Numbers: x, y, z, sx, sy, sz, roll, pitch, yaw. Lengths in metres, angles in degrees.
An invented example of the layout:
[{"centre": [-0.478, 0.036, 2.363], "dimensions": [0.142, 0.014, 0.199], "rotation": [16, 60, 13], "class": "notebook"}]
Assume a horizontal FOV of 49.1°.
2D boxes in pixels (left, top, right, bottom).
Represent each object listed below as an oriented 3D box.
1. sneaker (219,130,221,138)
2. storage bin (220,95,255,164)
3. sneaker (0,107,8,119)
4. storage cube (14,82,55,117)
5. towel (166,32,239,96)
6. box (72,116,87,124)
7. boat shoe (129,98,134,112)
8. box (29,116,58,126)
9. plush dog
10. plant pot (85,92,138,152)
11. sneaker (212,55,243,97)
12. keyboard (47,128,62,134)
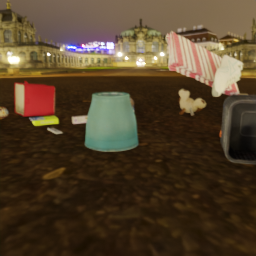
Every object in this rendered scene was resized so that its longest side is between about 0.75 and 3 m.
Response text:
[{"centre": [3.901, -0.006, 9.316], "dimensions": [1.070, 0.831, 2.377], "rotation": [15, 22, 38], "class": "sneaker"}, {"centre": [3.814, 0.028, 7.413], "dimensions": [2.444, 1.652, 1.146], "rotation": [3, 14, 11], "class": "storage bin"}, {"centre": [-5.771, -0.670, 12.527], "dimensions": [0.763, 0.635, 1.693], "rotation": [-13, 19, -24], "class": "sneaker"}, {"centre": [-4.508, -1.376, 13.480], "dimensions": [1.481, 1.648, 1.408], "rotation": [-3, 12, -38], "class": "storage cube"}, {"centre": [2.774, -2.384, 10.618], "dimensions": [2.995, 0.448, 2.192], "rotation": [21, 44, -18], "class": "towel"}, {"centre": [-1.727, -0.374, 12.081], "dimensions": [1.362, 0.282, 0.263], "rotation": [-5, 14, -24], "class": "box"}, {"centre": [-0.170, -0.969, 13.242], "dimensions": [0.876, 0.878, 2.426], "rotation": [0, 13, 2], "class": "boat shoe"}, {"centre": [-3.553, -0.296, 11.770], "dimensions": [1.081, 0.258, 0.659], "rotation": [-7, 15, -26], "class": "box"}, {"centre": [3.072, -1.124, 14.170], "dimensions": [1.461, 1.172, 1.254], "rotation": [33, 9, 16], "class": "plush dog"}, {"centre": [-0.519, -0.282, 8.826], "dimensions": [1.714, 1.610, 1.714], "rotation": [1, 13, 0], "class": "plant pot"}, {"centre": [3.234, -1.693, 9.101], "dimensions": [0.748, 0.656, 1.866], "rotation": [20, 57, 20], "class": "sneaker"}, {"centre": [-2.772, 0.112, 10.567], "dimensions": [0.253, 0.048, 0.899], "rotation": [-4, 13, -36], "class": "keyboard"}]
